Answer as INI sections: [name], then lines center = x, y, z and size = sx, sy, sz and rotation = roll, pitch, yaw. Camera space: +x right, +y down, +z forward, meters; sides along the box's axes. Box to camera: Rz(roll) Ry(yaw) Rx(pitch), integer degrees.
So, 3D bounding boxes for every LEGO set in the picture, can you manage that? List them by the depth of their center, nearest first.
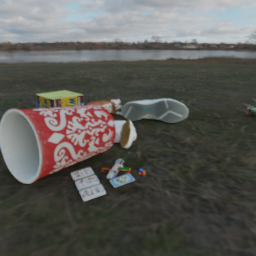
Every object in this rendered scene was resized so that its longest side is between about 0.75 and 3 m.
[LEGO set]
center = -0.453, 1.271, 6.983
size = 1.694, 0.416, 1.265
rotation = -16, 25, -19

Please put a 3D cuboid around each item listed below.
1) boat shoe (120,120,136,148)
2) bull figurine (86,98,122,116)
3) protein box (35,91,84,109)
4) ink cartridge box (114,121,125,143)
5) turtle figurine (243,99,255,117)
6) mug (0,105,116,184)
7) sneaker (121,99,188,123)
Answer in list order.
[boat shoe]
center = 0.070, 0.270, 9.679
size = 0.505, 0.495, 1.428
rotation = -35, 25, 25
[bull figurine]
center = -0.983, -0.939, 13.236
size = 1.324, 0.710, 2.182
rotation = 17, 22, 41
[protein box]
center = -3.105, -0.997, 12.807
size = 1.585, 1.077, 1.596
rotation = -16, 23, -41
[ink cartridge box]
center = -1.089, 0.118, 10.413
size = 1.852, 0.464, 1.491
rotation = -2, 17, 11
[turtle figurine]
center = 6.056, -0.837, 13.095
size = 1.269, 0.639, 0.950
rotation = 29, 44, 29
[mug]
center = -2.010, 0.160, 7.942
size = 2.446, 1.838, 2.755
rotation = 16, 20, 37
[sneaker]
center = 1.232, -0.864, 12.547
size = 2.909, 1.023, 1.166
rotation = 4, 15, 15
